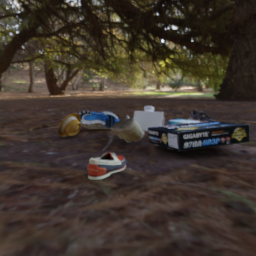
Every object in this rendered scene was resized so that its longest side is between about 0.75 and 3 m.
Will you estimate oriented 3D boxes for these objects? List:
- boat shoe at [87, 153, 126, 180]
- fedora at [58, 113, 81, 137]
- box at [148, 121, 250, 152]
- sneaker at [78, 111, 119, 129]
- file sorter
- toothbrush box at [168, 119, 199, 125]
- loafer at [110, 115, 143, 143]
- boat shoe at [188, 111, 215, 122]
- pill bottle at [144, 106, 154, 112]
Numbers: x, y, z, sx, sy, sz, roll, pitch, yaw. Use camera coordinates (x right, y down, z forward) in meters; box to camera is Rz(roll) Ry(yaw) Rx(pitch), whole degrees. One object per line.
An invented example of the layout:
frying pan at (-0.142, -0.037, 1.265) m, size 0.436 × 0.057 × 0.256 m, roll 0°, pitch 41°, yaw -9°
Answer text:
boat shoe at (-0.517, 0.902, 7.297) m, size 0.573 × 0.504 × 1.610 m, roll 2°, pitch 7°, yaw 27°
fedora at (-2.426, -0.027, 12.064) m, size 0.501 × 1.228 × 1.228 m, roll 35°, pitch 25°, yaw 26°
box at (2.383, 0.226, 9.768) m, size 2.762 × 0.635 × 2.195 m, roll -6°, pitch 6°, yaw -20°
sneaker at (-1.587, -0.311, 14.344) m, size 2.361 × 0.885 × 1.023 m, roll 9°, pitch -24°, yaw -28°
file sorter at (0.968, -0.193, 12.839) m, size 1.318 × 0.915 × 0.821 m, roll 3°, pitch -15°, yaw 17°
toothbrush box at (2.732, -0.087, 13.773) m, size 1.245 × 0.531 × 0.911 m, roll 9°, pitch 13°, yaw 41°
loafer at (-0.048, 0.108, 11.181) m, size 0.952 × 0.859 × 2.516 m, roll -38°, pitch 11°, yaw -4°
boat shoe at (4.037, -0.502, 15.517) m, size 0.914 × 0.824 × 2.542 m, roll -2°, pitch 9°, yaw -10°
pill bottle at (1.050, -0.524, 14.302) m, size 0.624 × 1.076 × 0.624 m, roll 3°, pitch -19°, yaw 1°
